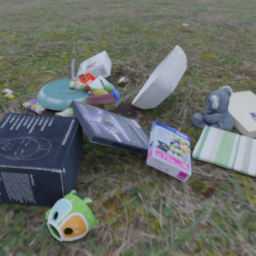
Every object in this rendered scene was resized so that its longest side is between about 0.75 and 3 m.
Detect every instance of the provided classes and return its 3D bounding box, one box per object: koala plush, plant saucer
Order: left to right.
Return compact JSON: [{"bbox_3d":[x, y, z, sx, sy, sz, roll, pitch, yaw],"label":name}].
[{"bbox_3d":[-2.817,-1.697,13.311,2.992,0.410,2.992,2,32,-1],"label":"plant saucer"},{"bbox_3d":[3.555,-0.778,11.074,1.506,1.638,1.453,30,45,35],"label":"koala plush"}]

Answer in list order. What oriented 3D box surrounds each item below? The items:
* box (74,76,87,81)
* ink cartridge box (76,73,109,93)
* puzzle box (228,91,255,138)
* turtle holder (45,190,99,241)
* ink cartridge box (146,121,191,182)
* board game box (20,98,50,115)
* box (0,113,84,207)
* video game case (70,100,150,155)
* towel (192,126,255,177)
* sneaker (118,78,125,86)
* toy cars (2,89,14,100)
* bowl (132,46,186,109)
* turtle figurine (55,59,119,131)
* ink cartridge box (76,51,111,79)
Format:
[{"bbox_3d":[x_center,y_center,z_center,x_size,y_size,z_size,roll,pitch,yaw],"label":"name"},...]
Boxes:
[{"bbox_3d":[-2.308,-2.319,13.756,0.878,0.194,0.703,-7,33,-7],"label":"box"},{"bbox_3d":[-1.633,-2.117,13.210,1.245,0.312,1.434,40,34,-3],"label":"ink cartridge box"},{"bbox_3d":[5.135,-0.651,11.987,1.959,0.374,2.945,-7,36,-11],"label":"puzzle box"},{"bbox_3d":[-1.584,2.272,7.255,1.439,1.093,1.022,29,45,31],"label":"turtle holder"},{"bbox_3d":[1.439,0.631,9.669,1.420,0.499,2.380,26,33,-9],"label":"ink cartridge box"},{"bbox_3d":[-4.174,-0.960,12.616,1.231,0.199,0.739,23,46,29],"label":"board game box"},{"bbox_3d":[-2.901,0.898,8.726,2.560,1.614,2.604,3,35,4],"label":"box"},{"bbox_3d":[-0.389,0.058,9.661,2.977,0.282,2.126,16,25,-39],"label":"video game case"},{"bbox_3d":[3.749,0.884,9.936,2.563,0.393,1.912,18,41,20],"label":"towel"},{"bbox_3d":[-0.314,-2.357,14.503,0.307,0.349,0.825,-32,7,23],"label":"sneaker"},{"bbox_3d":[-5.818,-1.668,13.561,0.443,0.219,0.989,-16,38,-22],"label":"toy cars"},{"bbox_3d":[1.481,-2.019,12.163,0.968,2.593,2.590,36,58,-6],"label":"bowl"},{"bbox_3d":[-1.810,-0.929,11.051,2.496,1.796,2.420,31,63,17],"label":"turtle figurine"},{"bbox_3d":[-1.796,-3.138,14.945,1.607,0.767,1.830,-22,32,15],"label":"ink cartridge box"}]
